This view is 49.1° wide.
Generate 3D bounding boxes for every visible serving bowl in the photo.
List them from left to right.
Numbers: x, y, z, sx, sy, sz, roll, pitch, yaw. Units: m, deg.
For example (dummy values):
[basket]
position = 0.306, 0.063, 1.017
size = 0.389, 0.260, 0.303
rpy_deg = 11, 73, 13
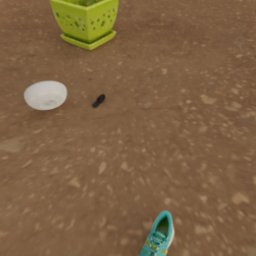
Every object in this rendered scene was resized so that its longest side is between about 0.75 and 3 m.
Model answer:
[serving bowl]
position = -3.000, -1.079, 10.345
size = 1.542, 1.542, 0.507
rpy_deg = -13, 68, -14

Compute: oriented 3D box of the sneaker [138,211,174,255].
[sneaker]
position = 0.624, 2.779, 6.538
size = 0.717, 0.737, 1.851
rpy_deg = 13, 45, 14

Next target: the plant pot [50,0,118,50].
[plant pot]
position = -2.162, -5.637, 14.611
size = 2.540, 2.317, 2.553
rpy_deg = 25, 48, 26

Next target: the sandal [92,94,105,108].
[sandal]
position = -1.157, -1.102, 11.121
size = 0.289, 0.184, 0.768
rpy_deg = 20, 56, 24
